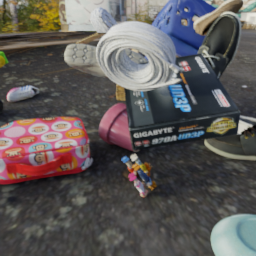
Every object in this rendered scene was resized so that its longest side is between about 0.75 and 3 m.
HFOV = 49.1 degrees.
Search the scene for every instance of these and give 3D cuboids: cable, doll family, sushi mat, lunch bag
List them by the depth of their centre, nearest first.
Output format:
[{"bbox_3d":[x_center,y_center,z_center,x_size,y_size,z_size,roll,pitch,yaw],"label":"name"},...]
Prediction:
[{"bbox_3d":[0.179,-1.440,5.791,1.622,1.622,0.561,-13,46,42],"label":"cable"},{"bbox_3d":[0.394,1.245,7.516,0.624,0.859,1.384,-34,27,4],"label":"doll family"},{"bbox_3d":[-1.074,-2.617,8.213,0.964,0.058,0.461,-9,11,40],"label":"sushi mat"},{"bbox_3d":[-2.563,0.642,8.323,2.846,1.166,2.507,-7,26,-15],"label":"lunch bag"},{"bbox_3d":[-0.902,-4.411,12.203,0.598,1.728,1.727,-33,41,22],"label":"cable"}]

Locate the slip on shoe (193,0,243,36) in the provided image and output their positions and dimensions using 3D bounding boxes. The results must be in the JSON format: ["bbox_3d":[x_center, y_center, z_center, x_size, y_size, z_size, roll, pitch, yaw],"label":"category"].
[{"bbox_3d":[2.847,-3.415,8.679,1.613,0.613,0.489,-25,52,8],"label":"slip on shoe"}]

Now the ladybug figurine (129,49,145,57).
[{"bbox_3d":[0.106,-2.754,11.473,0.690,1.919,1.302,11,48,-31],"label":"ladybug figurine"}]

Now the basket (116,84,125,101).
[{"bbox_3d":[0.239,-2.036,14.239,1.563,1.116,1.165,6,26,11],"label":"basket"}]

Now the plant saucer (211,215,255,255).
[{"bbox_3d":[2.699,2.318,5.660,1.950,0.375,1.950,0,24,0],"label":"plant saucer"}]

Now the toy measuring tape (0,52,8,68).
[{"bbox_3d":[-4.887,-2.057,8.988,2.706,0.995,0.995,8,25,35],"label":"toy measuring tape"}]

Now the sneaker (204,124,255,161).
[{"bbox_3d":[4.002,0.161,8.914,2.925,1.554,1.094,8,26,17],"label":"sneaker"}]

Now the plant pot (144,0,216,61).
[{"bbox_3d":[2.067,-3.001,10.390,2.553,2.296,2.553,25,-18,-13],"label":"plant pot"}]

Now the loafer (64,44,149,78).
[{"bbox_3d":[-0.678,-2.231,9.634,2.968,1.038,1.036,14,-4,5],"label":"loafer"}]

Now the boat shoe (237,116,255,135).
[{"bbox_3d":[4.894,0.086,9.875,2.724,0.890,1.002,9,26,18],"label":"boat shoe"}]

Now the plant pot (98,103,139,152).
[{"bbox_3d":[-0.036,0.091,9.465,1.309,1.463,1.463,33,37,25],"label":"plant pot"}]

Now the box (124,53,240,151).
[{"bbox_3d":[1.107,-0.808,7.132,2.381,0.689,2.995,-9,39,3],"label":"box"}]

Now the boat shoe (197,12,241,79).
[{"bbox_3d":[2.565,-2.019,8.640,1.055,2.939,0.994,29,32,15],"label":"boat shoe"}]

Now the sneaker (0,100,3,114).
[{"bbox_3d":[-6.660,-0.717,11.604,1.466,0.978,2.559,8,23,21],"label":"sneaker"}]

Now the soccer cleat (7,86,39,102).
[{"bbox_3d":[-5.294,-1.756,14.218,0.773,0.626,1.791,10,26,21],"label":"soccer cleat"}]
